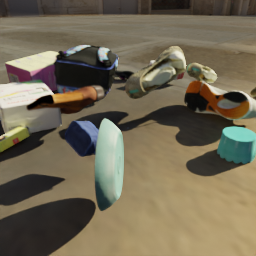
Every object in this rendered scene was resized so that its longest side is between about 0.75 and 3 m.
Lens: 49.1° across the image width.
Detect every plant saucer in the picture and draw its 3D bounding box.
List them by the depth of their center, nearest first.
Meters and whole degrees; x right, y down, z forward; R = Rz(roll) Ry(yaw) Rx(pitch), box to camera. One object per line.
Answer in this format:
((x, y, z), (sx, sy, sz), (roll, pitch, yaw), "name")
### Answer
((-0.264, 0.603, 4.657), (0.272, 1.515, 1.515), (1, 26, 6), "plant saucer")

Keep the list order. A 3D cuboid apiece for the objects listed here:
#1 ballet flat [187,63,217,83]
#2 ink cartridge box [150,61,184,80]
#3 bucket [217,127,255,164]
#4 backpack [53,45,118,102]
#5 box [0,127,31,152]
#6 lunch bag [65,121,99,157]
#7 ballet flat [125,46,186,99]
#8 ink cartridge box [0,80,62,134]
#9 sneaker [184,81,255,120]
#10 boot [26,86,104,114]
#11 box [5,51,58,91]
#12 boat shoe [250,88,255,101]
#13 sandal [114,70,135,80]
((2.462, -1.688, 8.928), (0.619, 0.558, 1.645), (27, 14, 33), "ballet flat")
((1.551, -2.363, 11.409), (1.193, 0.500, 0.861), (-13, 51, -16), "ink cartridge box")
((2.540, 0.374, 6.499), (0.865, 0.563, 0.865), (1, 27, 0), "bucket")
((-1.394, -2.110, 10.062), (2.047, 1.508, 2.242), (10, 30, 3), "backpack")
((-2.917, 0.282, 6.885), (0.379, 0.252, 1.007), (3, 26, 34), "box")
((-0.846, 0.223, 5.794), (0.781, 0.530, 0.516), (45, 25, 23), "lunch bag")
((1.109, -1.718, 8.500), (2.731, 0.926, 1.028), (-38, 24, -28), "ballet flat")
((-3.000, -0.662, 8.223), (1.501, 0.870, 2.073), (-14, 29, -25), "ink cartridge box")
((2.860, -0.755, 8.638), (1.195, 0.983, 2.597), (9, 14, -34), "sneaker")
((-1.731, -0.567, 7.075), (1.686, 0.613, 1.791), (-7, 10, 37), "boot")
((-3.329, -2.182, 11.017), (1.841, 1.012, 2.093), (22, 39, 37), "box")
((4.798, -1.357, 9.371), (1.475, 0.485, 0.527), (-31, 18, -4), "boat shoe")
((-0.240, -2.224, 11.985), (1.145, 0.430, 0.274), (7, 61, 17), "sandal")
